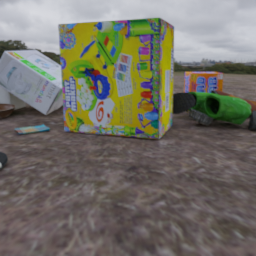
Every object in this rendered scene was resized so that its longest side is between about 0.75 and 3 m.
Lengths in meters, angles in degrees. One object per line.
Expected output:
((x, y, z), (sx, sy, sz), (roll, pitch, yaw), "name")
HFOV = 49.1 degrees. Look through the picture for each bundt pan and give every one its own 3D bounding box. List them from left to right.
((2.298, -0.316, 8.934), (0.819, 0.307, 0.819), (22, 10, -4), "bundt pan")

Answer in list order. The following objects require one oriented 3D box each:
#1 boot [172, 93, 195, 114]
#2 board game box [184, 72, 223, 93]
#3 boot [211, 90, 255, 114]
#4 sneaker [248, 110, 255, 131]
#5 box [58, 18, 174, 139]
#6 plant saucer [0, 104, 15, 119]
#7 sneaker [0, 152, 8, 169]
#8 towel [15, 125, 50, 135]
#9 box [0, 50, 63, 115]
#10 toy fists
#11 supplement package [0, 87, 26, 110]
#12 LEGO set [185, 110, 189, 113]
((1.357, -0.792, 9.540), (1.919, 0.670, 1.264), (-16, 8, 20), "boot")
((3.548, -1.892, 13.390), (1.494, 1.494, 1.495), (0, 13, 1), "board game box")
((4.672, -0.984, 10.975), (2.533, 0.867, 2.385), (-1, 13, -7), "boot")
((4.043, -0.217, 8.526), (0.641, 0.536, 1.412), (17, 23, 24), "sneaker")
((-0.259, -1.412, 8.076), (2.867, 2.977, 1.816), (5, 14, 19), "box")
((-5.364, -0.572, 10.276), (2.326, 0.373, 2.326), (1, 13, 0), "plant saucer")
((-2.736, 0.549, 4.965), (0.525, 0.628, 1.418), (4, 12, 21), "sneaker")
((-2.813, 0.048, 8.221), (0.887, 0.096, 0.650), (-8, 15, -31), "towel")
((-3.623, -1.945, 11.571), (2.468, 1.352, 2.797), (32, 17, -3), "box")
((2.994, -0.686, 9.401), (1.316, 0.888, 2.582), (2, 10, -15), "toy fists")
((-5.671, -1.429, 12.085), (2.030, 1.191, 1.187), (3, 13, 12), "supplement package")
((1.998, -0.851, 11.282), (0.970, 0.731, 1.261), (29, 16, -6), "LEGO set")
